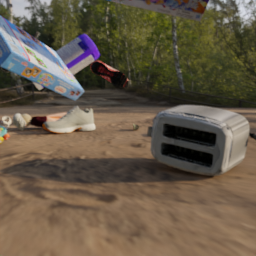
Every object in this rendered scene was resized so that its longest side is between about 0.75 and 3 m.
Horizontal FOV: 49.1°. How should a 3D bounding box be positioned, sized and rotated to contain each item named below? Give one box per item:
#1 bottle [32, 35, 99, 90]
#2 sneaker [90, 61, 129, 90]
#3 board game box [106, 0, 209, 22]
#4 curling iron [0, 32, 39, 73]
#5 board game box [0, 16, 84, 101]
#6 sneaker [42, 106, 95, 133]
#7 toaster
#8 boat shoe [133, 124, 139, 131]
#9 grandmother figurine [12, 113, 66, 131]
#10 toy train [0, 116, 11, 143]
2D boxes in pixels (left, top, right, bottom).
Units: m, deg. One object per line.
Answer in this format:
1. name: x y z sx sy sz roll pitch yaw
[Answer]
1. bottle: -2.306 -2.296 10.037 2.543 0.830 1.062 -36 56 -6
2. sneaker: -0.503 -1.581 8.142 1.261 0.465 0.547 31 15 -17
3. board game box: 0.673 -3.337 5.945 2.412 0.540 1.622 11 -30 -3
4. curling iron: -4.128 -2.900 10.671 0.263 2.059 0.510 39 -8 42
5. board game box: -2.069 -1.539 6.091 1.641 0.397 2.170 52 14 26
6. sneaker: -2.328 -0.344 11.037 2.232 1.027 0.845 -6 8 -43
7. toaster: 1.341 0.215 5.182 1.957 1.112 1.264 14 16 33
8. boat shoe: 0.337 -0.035 11.753 0.248 0.270 0.755 -5 1 2
9. grandmother figurine: -3.553 -0.298 12.062 2.653 0.803 1.609 0 -3 -27
10. toy train: -4.162 -0.071 7.946 1.543 1.159 0.429 2 -29 -22
